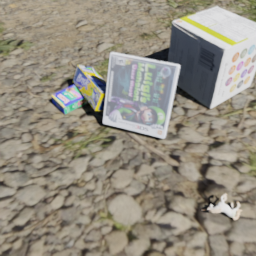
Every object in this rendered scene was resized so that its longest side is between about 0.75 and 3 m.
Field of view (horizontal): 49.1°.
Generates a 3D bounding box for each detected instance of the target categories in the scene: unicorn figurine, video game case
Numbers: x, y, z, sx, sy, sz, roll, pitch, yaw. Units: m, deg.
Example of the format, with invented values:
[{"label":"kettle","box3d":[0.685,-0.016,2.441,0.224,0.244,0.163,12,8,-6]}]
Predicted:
[{"label":"unicorn figurine","box3d":[2.995,2.483,8.763,1.111,0.410,0.763,27,61,18]},{"label":"video game case","box3d":[0.395,-1.199,10.666,2.617,2.878,0.336,14,23,13]}]

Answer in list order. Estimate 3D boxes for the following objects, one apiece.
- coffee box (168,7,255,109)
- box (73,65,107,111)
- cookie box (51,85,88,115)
[{"label":"coffee box","box3d":[3.911,-3.287,12.785,2.949,2.978,2.982,-27,51,-25]},{"label":"box","box3d":[-1.517,-1.768,12.252,0.821,0.894,2.552,1,35,-37]},{"label":"cookie box","box3d":[-2.619,-1.279,12.543,1.243,0.467,1.063,-33,56,-27]}]
